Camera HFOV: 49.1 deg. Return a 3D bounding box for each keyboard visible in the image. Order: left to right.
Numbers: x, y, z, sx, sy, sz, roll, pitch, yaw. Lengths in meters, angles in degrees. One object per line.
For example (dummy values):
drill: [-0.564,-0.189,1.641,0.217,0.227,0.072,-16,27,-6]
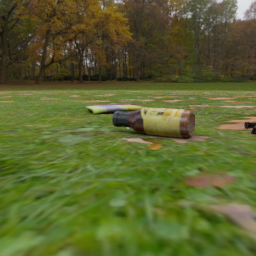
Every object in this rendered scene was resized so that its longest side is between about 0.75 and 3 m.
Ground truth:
keyboard: [3.861,-0.067,7.349,2.318,0.239,1.473,-8,12,-44]

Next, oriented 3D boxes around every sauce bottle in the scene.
sauce bottle: [0.544,-0.157,6.625,1.990,0.657,0.657,5,10,28]

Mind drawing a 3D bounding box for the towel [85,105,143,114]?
towel: [-0.571,-0.793,11.821,2.176,0.248,1.563,-4,11,-21]
